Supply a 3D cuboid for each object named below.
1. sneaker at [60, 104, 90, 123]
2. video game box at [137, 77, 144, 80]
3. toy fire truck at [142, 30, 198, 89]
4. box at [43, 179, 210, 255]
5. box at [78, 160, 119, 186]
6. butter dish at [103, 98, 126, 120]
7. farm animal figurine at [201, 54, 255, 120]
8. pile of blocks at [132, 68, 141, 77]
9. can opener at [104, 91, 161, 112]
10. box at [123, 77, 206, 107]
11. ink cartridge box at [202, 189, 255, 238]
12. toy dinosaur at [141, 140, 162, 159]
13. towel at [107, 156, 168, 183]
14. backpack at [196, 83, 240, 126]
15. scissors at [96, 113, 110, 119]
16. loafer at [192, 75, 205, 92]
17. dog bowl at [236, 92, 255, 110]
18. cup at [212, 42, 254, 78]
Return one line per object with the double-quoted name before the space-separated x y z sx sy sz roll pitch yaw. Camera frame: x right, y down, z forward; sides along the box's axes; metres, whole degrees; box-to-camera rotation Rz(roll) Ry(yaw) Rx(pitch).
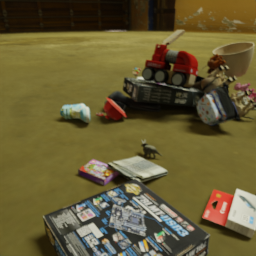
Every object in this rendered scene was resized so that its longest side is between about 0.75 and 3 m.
"sneaker" -1.935 -0.489 10.155 0.968 0.590 1.483 -6 15 -19
"video game box" 1.532 -2.306 14.430 1.682 0.432 1.846 -11 25 -16
"toy fire truck" 1.775 -2.696 10.588 1.947 2.212 1.423 18 12 33
"box" -0.097 1.859 4.858 2.094 0.524 2.110 -15 28 -32
"box" -0.743 1.100 7.011 0.855 0.167 0.585 15 28 31
"butter dish" -0.603 -0.587 10.371 0.631 0.854 0.851 -46 32 5
"farm animal figurine" 3.781 -1.395 10.823 2.580 1.297 2.083 37 34 -19
"pile of blocks" 0.493 -3.172 15.412 0.297 0.393 0.956 -32 20 29
"can opener" 0.197 -0.948 11.242 2.250 0.885 0.713 8 -7 6
"box" 1.387 -1.503 11.573 2.815 0.613 2.255 4 17 -16
"ink cartridge box" 2.094 1.600 5.628 0.935 0.237 1.061 18 29 22
"toy dinosaur" 0.598 0.633 7.800 0.298 0.396 0.775 -20 30 -38
"towel" 0.227 0.993 6.986 1.160 0.200 1.117 -8 23 -43
"backpack" 2.982 -0.655 9.628 1.042 1.353 1.289 -13 -12 -10
"scissors" -0.964 -0.434 10.680 0.284 0.054 0.775 -12 27 -30
"loafer" 3.146 -1.885 12.557 0.967 0.945 2.650 -6 14 -13
"dog bowl" 5.098 -1.179 11.840 1.269 0.468 1.269 0 23 0
"cup" 4.514 -2.824 11.920 1.643 1.175 1.643 -13 25 6
